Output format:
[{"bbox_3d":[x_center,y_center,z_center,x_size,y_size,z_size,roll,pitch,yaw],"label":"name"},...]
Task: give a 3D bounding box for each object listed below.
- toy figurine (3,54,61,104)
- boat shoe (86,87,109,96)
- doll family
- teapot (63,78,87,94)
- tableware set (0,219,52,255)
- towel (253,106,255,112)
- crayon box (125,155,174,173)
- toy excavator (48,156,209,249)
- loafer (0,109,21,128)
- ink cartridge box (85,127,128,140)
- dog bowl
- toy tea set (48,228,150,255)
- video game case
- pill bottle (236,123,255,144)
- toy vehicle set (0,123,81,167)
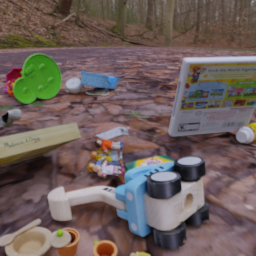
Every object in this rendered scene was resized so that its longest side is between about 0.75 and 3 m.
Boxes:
[{"bbox_3d":[-5.276,-2.199,14.061,2.684,2.189,2.916,-2,40,38],"label":"toy figurine"},{"bbox_3d":[-1.596,-1.912,14.529,1.263,0.409,0.454,7,21,17],"label":"boat shoe"},{"bbox_3d":[-0.574,0.857,6.948,0.846,0.614,1.362,3,38,-7],"label":"doll family"},{"bbox_3d":[-2.851,-2.148,14.878,0.914,0.677,0.927,-40,56,-19],"label":"teapot"},{"bbox_3d":[-1.561,2.100,3.802,1.834,0.255,2.195,-19,28,-42],"label":"tableware set"},{"bbox_3d":[3.987,-1.485,11.015,2.836,2.104,0.517,-10,10,-24],"label":"towel"},{"bbox_3d":[0.567,1.006,6.622,1.136,0.331,0.674,-10,21,-20],"label":"crayon box"},{"bbox_3d":[0.002,1.283,5.154,2.243,1.152,2.306,-18,14,-42],"label":"toy excavator"},{"bbox_3d":[-3.895,-0.305,9.006,0.451,0.452,1.292,0,-18,-46],"label":"loafer"},{"bbox_3d":[-0.617,0.271,8.213,1.109,0.316,0.901,-24,-6,11],"label":"ink cartridge box"},{"bbox_3d":[-1.511,-2.543,15.095,1.507,0.670,2.704,15,10,23],"label":"dog bowl"},{"bbox_3d":[-0.411,1.812,3.827,1.656,0.613,0.985,12,25,14],"label":"toy tea set"},{"bbox_3d":[2.629,-0.875,8.179,2.672,2.432,0.306,-4,37,-14],"label":"video game case"},{"bbox_3d":[3.758,0.175,8.664,0.949,0.518,0.518,-16,25,-36],"label":"pill bottle"},{"bbox_3d":[-2.721,0.559,6.149,1.834,0.391,2.952,-22,-5,40],"label":"toy vehicle set"}]
